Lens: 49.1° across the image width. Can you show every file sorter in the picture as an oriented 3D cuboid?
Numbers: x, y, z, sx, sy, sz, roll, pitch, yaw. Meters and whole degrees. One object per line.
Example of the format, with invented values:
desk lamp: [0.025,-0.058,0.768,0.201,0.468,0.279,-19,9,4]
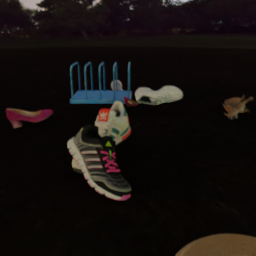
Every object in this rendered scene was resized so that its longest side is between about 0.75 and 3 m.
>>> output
file sorter: [-1.290,-2.282,13.864,2.895,1.776,2.009,0,20,2]

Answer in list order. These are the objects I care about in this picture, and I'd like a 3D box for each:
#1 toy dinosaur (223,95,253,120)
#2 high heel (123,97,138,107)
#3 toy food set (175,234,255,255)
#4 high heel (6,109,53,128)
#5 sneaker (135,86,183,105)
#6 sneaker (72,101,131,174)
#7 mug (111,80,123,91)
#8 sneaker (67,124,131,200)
toy dinosaur: [4.465,-0.957,11.863,1.207,0.764,1.781,-6,15,3]
high heel: [0.103,-1.193,12.425,0.496,0.348,1.031,-10,-10,12]
toy food set: [1.595,2.199,3.562,2.270,0.552,2.247,0,20,0]
high heel: [-3.585,-0.569,10.200,1.563,0.750,0.526,-16,27,-3]
sneaker: [1.435,-1.404,13.169,2.268,0.845,0.988,-4,31,9]
sneaker: [-0.770,0.147,7.732,0.904,1.200,2.567,10,35,27]
mug: [-0.547,-2.178,15.322,0.779,0.575,0.683,38,-6,8]
sneaker: [-0.578,0.678,6.332,0.781,0.926,2.116,11,29,-51]
